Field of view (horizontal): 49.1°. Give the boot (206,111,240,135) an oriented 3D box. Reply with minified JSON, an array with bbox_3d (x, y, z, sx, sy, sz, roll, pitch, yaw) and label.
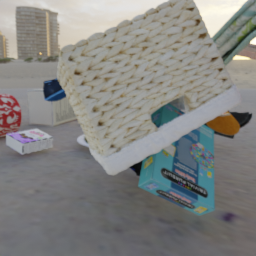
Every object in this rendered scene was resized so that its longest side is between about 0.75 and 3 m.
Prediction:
[{"bbox_3d":[2.189,-0.432,6.855,1.672,0.588,1.197,35,-9,4],"label":"boot"}]

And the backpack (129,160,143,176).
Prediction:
[{"bbox_3d":[0.206,0.103,6.559,1.292,1.590,1.334,-39,18,19],"label":"backpack"}]

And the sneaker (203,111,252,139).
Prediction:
[{"bbox_3d":[3.018,-0.221,9.114,0.535,0.929,1.781,15,3,-42],"label":"sneaker"}]

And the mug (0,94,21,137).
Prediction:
[{"bbox_3d":[-5.717,-0.458,9.935,2.613,1.964,2.944,13,13,32],"label":"mug"}]

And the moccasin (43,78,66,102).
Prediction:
[{"bbox_3d":[-1.399,-1.246,6.889,1.872,0.638,0.753,-20,-9,16],"label":"moccasin"}]

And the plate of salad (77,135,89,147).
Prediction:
[{"bbox_3d":[-0.252,0.234,9.500,2.927,0.703,2.927,1,10,0],"label":"plate of salad"}]

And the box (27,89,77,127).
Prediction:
[{"bbox_3d":[-3.576,-1.142,13.986,1.422,1.669,2.610,4,12,22],"label":"box"}]

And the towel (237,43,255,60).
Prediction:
[{"bbox_3d":[3.089,-1.805,6.743,0.776,0.125,0.741,12,-2,2],"label":"towel"}]

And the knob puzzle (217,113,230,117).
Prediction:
[{"bbox_3d":[1.677,-0.362,6.038,0.932,0.129,0.932,4,10,-1],"label":"knob puzzle"}]

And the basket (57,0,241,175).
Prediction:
[{"bbox_3d":[0.114,-0.635,4.535,2.171,1.762,2.190,-28,9,-12],"label":"basket"}]

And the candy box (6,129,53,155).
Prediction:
[{"bbox_3d":[-3.012,0.398,8.587,0.898,0.383,1.071,20,21,34],"label":"candy box"}]

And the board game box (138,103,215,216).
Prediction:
[{"bbox_3d":[0.933,0.495,5.026,1.292,1.712,0.402,29,-41,-17],"label":"board game box"}]

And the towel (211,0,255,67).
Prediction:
[{"bbox_3d":[2.173,-1.937,4.782,2.067,0.581,2.415,-46,1,-15],"label":"towel"}]
